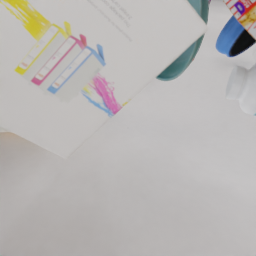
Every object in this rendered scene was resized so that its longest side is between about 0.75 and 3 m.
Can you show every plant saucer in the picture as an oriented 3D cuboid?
[{"bbox_3d":[0.766,-2.340,5.551,0.496,2.757,2.757,-15,34,-20],"label":"plant saucer"}]

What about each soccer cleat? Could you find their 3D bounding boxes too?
[{"bbox_3d":[1.609,-2.671,6.967,0.784,2.300,0.842,1,61,7],"label":"soccer cleat"}]

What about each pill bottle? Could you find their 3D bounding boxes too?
[{"bbox_3d":[2.594,-0.588,4.798,1.678,0.929,0.929,16,33,7],"label":"pill bottle"}]

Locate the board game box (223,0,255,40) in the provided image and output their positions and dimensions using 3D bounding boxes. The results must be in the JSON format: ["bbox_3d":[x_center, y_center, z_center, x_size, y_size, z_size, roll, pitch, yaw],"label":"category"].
[{"bbox_3d":[1.860,-1.613,3.954,1.881,0.436,1.425,18,45,-41],"label":"board game box"}]

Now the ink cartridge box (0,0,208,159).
[{"bbox_3d":[-0.842,-1.128,3.574,1.738,2.775,1.784,34,27,-33],"label":"ink cartridge box"}]

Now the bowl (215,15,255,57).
[{"bbox_3d":[2.774,-2.309,6.126,1.873,1.873,0.368,-25,69,-36],"label":"bowl"}]
